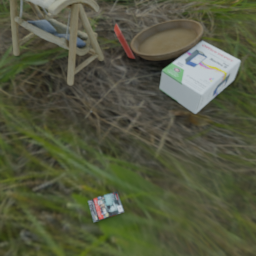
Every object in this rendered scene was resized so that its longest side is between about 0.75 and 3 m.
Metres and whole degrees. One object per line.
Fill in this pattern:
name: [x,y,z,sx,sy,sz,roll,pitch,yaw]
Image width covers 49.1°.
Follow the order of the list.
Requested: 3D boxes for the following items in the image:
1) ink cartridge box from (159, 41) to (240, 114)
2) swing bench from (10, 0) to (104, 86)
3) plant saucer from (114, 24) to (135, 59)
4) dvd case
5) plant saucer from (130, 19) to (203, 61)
ink cartridge box: [2.268,-1.666,8.914,2.095,0.917,1.522,-37,62,-25]
swing bench: [-2.486,-3.393,8.952,2.858,2.873,1.864,31,60,20]
plant saucer: [-0.163,-2.970,9.703,0.194,1.054,1.056,-28,36,9]
dvd case: [-0.549,1.922,6.838,0.759,0.083,0.554,-17,56,-11]
plant saucer: [1.343,-3.078,9.837,2.549,0.375,2.549,-12,40,10]
